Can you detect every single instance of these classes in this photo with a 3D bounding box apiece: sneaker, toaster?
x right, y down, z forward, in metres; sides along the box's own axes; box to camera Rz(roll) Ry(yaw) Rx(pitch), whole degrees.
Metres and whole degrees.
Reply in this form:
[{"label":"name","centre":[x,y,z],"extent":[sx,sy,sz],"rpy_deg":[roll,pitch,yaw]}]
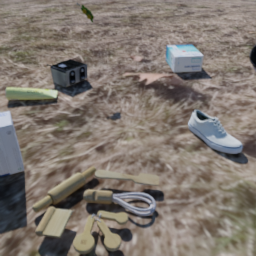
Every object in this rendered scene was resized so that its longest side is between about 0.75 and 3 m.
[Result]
[{"label":"sneaker","centre":[2.522,0.076,8.299],"extent":[0.709,0.687,1.942],"rpy_deg":[-20,37,-29]},{"label":"toaster","centre":[-2.626,-2.431,12.227],"extent":[1.358,0.806,1.228],"rpy_deg":[24,39,33]}]

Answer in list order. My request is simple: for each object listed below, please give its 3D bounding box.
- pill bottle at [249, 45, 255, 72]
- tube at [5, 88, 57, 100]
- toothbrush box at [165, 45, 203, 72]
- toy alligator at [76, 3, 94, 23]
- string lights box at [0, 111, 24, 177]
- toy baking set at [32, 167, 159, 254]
[{"label":"pill bottle","centre":[4.026,-1.804,7.935],"extent":[0.842,0.842,1.505],"rpy_deg":[27,4,36]},{"label":"tube","centre":[-3.702,-1.318,10.810],"extent":[1.865,0.484,0.541],"rpy_deg":[1,70,-8]},{"label":"toothbrush box","centre":[2.731,-3.466,13.894],"extent":[1.382,0.805,1.888],"rpy_deg":[-3,33,-4]},{"label":"toy alligator","centre":[-1.651,-4.603,11.021],"extent":[1.026,0.247,0.340],"rpy_deg":[50,25,0]},{"label":"string lights box","centre":[-4.097,0.651,6.661],"extent":[2.798,1.438,0.825],"rpy_deg":[-13,34,-20]},{"label":"toy baking set","centre":[-0.629,1.651,6.188],"extent":[2.140,0.324,2.789],"rpy_deg":[24,39,29]}]
